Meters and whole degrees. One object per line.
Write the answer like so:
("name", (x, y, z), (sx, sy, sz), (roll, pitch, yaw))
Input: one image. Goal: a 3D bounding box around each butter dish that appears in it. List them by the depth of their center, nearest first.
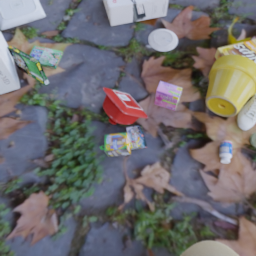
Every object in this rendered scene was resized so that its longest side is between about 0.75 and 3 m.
("butter dish", (-0.325, -0.623, 10.674), (1.162, 1.572, 1.568), (-52, 58, 23))

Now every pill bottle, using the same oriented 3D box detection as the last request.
("pill bottle", (3.580, 0.897, 10.290), (0.433, 0.433, 0.772), (10, 65, 5))

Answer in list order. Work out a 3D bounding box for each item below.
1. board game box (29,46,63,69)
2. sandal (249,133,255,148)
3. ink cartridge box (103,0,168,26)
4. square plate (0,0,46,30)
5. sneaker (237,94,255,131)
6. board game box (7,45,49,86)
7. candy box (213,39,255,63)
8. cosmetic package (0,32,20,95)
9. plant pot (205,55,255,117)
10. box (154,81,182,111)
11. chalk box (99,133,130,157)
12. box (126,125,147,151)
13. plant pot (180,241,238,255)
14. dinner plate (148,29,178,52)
("board game box", (-3.696, -3.131, 12.426), (1.343, 0.196, 0.904), (13, 64, 7))
("sandal", (5.552, 0.556, 10.381), (1.961, 0.560, 0.779), (6, 64, 3))
("ink cartridge box", (0.258, -6.222, 13.404), (2.819, 1.187, 2.038), (-13, 64, -6))
("square plate", (-5.445, -5.936, 13.765), (2.233, 0.318, 2.212), (-22, 66, -11))
("sneaker", (4.918, -0.830, 10.920), (0.739, 0.859, 2.029), (32, 69, 13))
("board game box", (-4.044, -2.530, 11.300), (2.132, 1.117, 0.250), (31, 58, 32))
("candy box", (5.303, -2.890, 11.907), (2.790, 0.772, 1.611), (-16, 60, -10))
("cosmetic package", (-6.265, -2.661, 10.901), (2.944, 2.427, 2.429), (-20, 63, -8))
("plant pot", (3.863, -1.475, 10.681), (1.914, 1.914, 1.800), (26, 70, 12))
("box", (1.563, -1.237, 11.022), (0.894, 1.016, 0.491), (19, 65, 9))
("chalk box", (-0.499, 0.636, 10.228), (1.071, 0.666, 0.663), (-6, 64, 11))
("box", (0.312, 0.373, 10.689), (0.627, 0.173, 0.917), (-10, 64, -5))
("plant pot", (2.305, 4.239, 7.661), (2.710, 2.710, 1.819), (14, 32, 7))
("dinner plate", (1.613, -4.099, 12.940), (1.376, 0.167, 1.376), (0, 65, -1))
